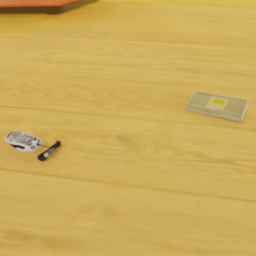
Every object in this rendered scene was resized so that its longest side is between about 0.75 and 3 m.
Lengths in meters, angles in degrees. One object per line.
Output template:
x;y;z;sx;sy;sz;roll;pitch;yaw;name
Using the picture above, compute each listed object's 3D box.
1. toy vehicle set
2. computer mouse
3.557;-0.908;11.200;2.185;0.290;1.358;15;36;26;toy vehicle set
-3.129;0.549;9.040;1.751;0.384;0.960;16;41;14;computer mouse
